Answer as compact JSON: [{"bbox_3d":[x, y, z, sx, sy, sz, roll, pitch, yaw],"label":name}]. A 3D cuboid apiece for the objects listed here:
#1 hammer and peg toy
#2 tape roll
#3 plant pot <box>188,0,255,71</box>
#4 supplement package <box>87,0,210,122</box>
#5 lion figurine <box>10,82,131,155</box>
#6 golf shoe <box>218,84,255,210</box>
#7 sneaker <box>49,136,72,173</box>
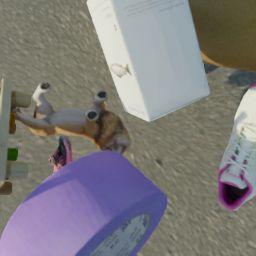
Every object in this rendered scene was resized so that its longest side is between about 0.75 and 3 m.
[{"bbox_3d":[-2.061,0.562,4.327,0.806,1.682,2.287,9,62,-31],"label":"hammer and peg toy"},{"bbox_3d":[-0.635,1.771,4.764,2.661,2.661,1.131,-46,61,-6],"label":"tape roll"},{"bbox_3d":[2.042,-2.024,5.241,2.320,2.162,2.162,31,83,21],"label":"plant pot"},{"bbox_3d":[0.279,-1.164,4.042,1.051,1.047,1.792,-25,109,-15],"label":"supplement package"},{"bbox_3d":[-1.202,-0.108,5.819,2.646,1.620,0.959,14,62,3],"label":"lion figurine"},{"bbox_3d":[2.214,0.458,5.092,0.951,2.524,1.155,21,38,36],"label":"golf shoe"},{"bbox_3d":[-1.323,0.558,5.446,0.451,0.374,0.945,2,124,-3],"label":"sneaker"}]
